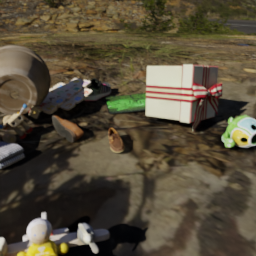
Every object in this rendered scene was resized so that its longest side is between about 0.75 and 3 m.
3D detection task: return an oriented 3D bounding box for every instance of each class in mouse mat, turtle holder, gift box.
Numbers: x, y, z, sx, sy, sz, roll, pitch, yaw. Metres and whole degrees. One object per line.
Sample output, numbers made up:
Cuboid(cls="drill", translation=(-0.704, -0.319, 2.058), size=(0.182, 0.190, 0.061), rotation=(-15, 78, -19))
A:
Cuboid(cls="mouse mat", translation=(0.304, -1.217, 13.272), size=(2.681, 0.101, 2.158), rotation=(-8, 27, -7))
Cuboid(cls="turtle holder", translation=(3.785, 0.158, 9.247), size=(1.368, 1.039, 0.971), rotation=(5, 20, -25))
Cuboid(cls="gift box", translation=(2.269, -1.237, 11.013), size=(2.359, 2.527, 2.331), rotation=(9, 19, 41))

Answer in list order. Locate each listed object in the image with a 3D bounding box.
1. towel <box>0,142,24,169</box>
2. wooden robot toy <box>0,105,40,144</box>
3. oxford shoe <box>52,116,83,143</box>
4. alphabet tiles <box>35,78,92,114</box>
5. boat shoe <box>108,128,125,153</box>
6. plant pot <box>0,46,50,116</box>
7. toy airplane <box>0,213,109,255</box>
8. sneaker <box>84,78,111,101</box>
Cuboid(cls="towel", translation=(-3.902, 0.792, 8.545), size=(1.127, 0.482, 0.933), rotation=(11, 26, 27))
Cuboid(cls="wooden robot toy", translation=(-4.118, -0.057, 9.929), size=(0.951, 0.923, 2.096), rotation=(8, 47, 42))
Cuboid(cls="oxford shoe", translation=(-2.239, -0.016, 10.263), size=(0.589, 0.589, 1.652), rotation=(-26, 45, -36))
Cuboid(cls="alphabet tiles", translation=(-3.034, -1.557, 13.109), size=(2.589, 0.193, 2.647), rotation=(19, 49, 39))
Cuboid(cls="boat shoe", translation=(-0.450, 0.408, 9.371), size=(0.456, 0.428, 1.266), rotation=(-19, 29, -8))
Cuboid(cls="plant pot", translation=(-4.440, -1.648, 11.104), size=(2.793, 2.793, 2.424), rotation=(-7, 27, -16))
Cuboid(cls="toy airplane", translation=(-1.457, 2.033, 4.860), size=(1.763, 1.250, 1.771), rotation=(13, 27, 28))
Cuboid(cls="sneaker", translation=(-1.545, -2.126, 14.466), size=(0.837, 0.992, 2.268), rotation=(11, 26, 23))
